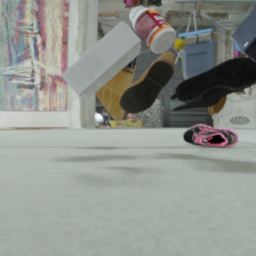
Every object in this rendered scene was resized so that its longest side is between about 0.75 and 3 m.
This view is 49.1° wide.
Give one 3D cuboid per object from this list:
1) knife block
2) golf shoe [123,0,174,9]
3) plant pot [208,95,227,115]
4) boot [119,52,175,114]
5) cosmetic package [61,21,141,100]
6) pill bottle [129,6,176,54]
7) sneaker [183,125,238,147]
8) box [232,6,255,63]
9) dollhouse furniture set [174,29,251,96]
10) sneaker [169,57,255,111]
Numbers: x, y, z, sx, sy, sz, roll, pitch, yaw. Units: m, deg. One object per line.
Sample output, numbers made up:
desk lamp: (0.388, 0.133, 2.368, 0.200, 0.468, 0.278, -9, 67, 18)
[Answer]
knife block: (-0.151, -1.910, 10.629, 2.534, 2.886, 0.923, -23, 28, 27)
golf shoe: (0.290, -2.516, 4.239, 0.823, 1.788, 0.649, -3, -21, -5)
plant pot: (3.104, -0.910, 9.605, 0.144, 1.050, 1.050, 28, 20, 39)
boot: (0.436, -0.929, 6.064, 0.641, 0.657, 1.742, 36, -46, -11)
cosmetic package: (-0.675, -1.752, 7.566, 2.116, 0.754, 1.073, -41, -1, 0)
pill bottle: (0.625, -2.751, 7.660, 0.778, 1.377, 0.778, -28, -25, -14)
sneaker: (3.556, 0.447, 12.746, 2.577, 1.018, 1.229, 0, 12, 39)
box: (3.337, -1.735, 6.036, 1.749, 1.027, 1.720, 32, 30, -7)
dollhouse furniture set: (3.150, -2.191, 10.312, 2.714, 2.562, 1.771, -6, 26, 6)
sneaker: (2.484, -1.164, 8.273, 2.903, 0.872, 1.514, -17, -13, 24)
